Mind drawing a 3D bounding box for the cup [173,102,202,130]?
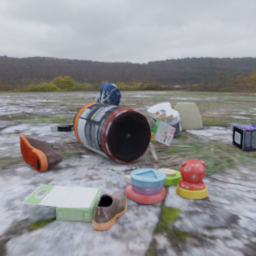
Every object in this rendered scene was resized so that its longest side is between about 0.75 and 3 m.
[{"bbox_3d":[2.653,-0.599,13.009,1.569,1.122,1.569,-1,10,0],"label":"cup"}]

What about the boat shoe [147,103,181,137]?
[{"bbox_3d":[1.589,-0.352,11.926,1.051,0.993,2.929,-20,17,-4],"label":"boat shoe"}]

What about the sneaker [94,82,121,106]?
[{"bbox_3d":[-1.001,-1.113,11.999,1.146,2.689,1.036,39,69,19],"label":"sneaker"}]

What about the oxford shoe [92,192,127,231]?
[{"bbox_3d":[-0.259,1.248,4.621,0.390,0.399,1.095,3,10,14],"label":"oxford shoe"}]

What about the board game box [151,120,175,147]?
[{"bbox_3d":[1.117,0.183,8.915,0.834,0.638,0.168,25,-6,-42],"label":"board game box"}]

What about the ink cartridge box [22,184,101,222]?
[{"bbox_3d":[-1.093,1.272,4.835,1.151,0.276,0.838,1,10,5],"label":"ink cartridge box"}]

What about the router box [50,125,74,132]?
[{"bbox_3d":[-2.822,0.007,12.132,0.887,0.226,0.661,1,10,6],"label":"router box"}]

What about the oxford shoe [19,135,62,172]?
[{"bbox_3d":[-2.359,0.624,7.375,0.651,0.639,1.795,-13,28,-38],"label":"oxford shoe"}]

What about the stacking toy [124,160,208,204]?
[{"bbox_3d":[0.676,0.920,5.713,1.584,0.669,1.434,-3,11,-17],"label":"stacking toy"}]

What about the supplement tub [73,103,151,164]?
[{"bbox_3d":[-0.669,0.030,8.349,1.516,1.516,2.834,-6,12,-31],"label":"supplement tub"}]

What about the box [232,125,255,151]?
[{"bbox_3d":[4.199,0.313,9.052,1.334,0.696,0.987,-1,9,0],"label":"box"}]

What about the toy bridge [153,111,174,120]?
[{"bbox_3d":[1.256,-0.433,10.582,0.407,0.165,1.210,-27,18,-15],"label":"toy bridge"}]
